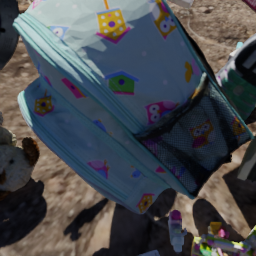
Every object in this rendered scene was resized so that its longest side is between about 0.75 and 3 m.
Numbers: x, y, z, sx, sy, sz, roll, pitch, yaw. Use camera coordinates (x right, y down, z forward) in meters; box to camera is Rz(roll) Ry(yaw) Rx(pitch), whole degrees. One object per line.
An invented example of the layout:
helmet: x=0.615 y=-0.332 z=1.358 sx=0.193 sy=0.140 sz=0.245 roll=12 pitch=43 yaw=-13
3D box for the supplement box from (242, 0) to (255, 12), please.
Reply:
supplement box: x=2.739 y=-2.672 z=5.023 sx=1.313 sy=1.019 sz=2.380 roll=3 pitch=46 yaw=-24

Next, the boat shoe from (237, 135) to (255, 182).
boat shoe: x=2.310 y=0.262 z=4.048 sx=0.814 sy=2.454 sz=0.917 roll=22 pitch=59 yaw=16

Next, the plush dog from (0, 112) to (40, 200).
plush dog: x=-2.856 y=0.703 z=6.119 sx=1.670 sy=1.560 sz=1.944 roll=36 pitch=86 yaw=11

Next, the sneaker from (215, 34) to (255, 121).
sneaker: x=1.949 y=-0.798 z=4.821 sx=0.953 sy=2.561 sz=1.121 roll=39 pitch=61 yaw=2

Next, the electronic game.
electronic game: x=-3.529 y=-2.177 z=5.248 sx=2.875 sy=2.875 sz=0.598 roll=-5 pitch=25 yaw=-4

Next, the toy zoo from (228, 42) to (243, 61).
toy zoo: x=4.530 y=-2.035 z=8.947 sx=1.802 sy=0.281 sz=2.746 roll=-24 pitch=54 yaw=-19

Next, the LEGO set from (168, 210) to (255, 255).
LEGO set: x=2.075 y=1.885 z=5.120 sx=2.596 sy=0.966 sz=1.194 roll=-7 pitch=50 yaw=-6

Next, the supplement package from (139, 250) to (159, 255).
supplement package: x=0.111 y=2.023 z=3.618 sx=0.438 sy=0.789 sz=0.615 roll=-2 pitch=59 yaw=-33

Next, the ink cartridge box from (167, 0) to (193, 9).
ink cartridge box: x=1.752 y=-4.441 z=8.595 sx=0.874 sy=0.509 sz=1.207 roll=26 pitch=95 yaw=6

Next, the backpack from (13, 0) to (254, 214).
backpack: x=-0.176 y=-0.530 z=3.784 sx=2.259 sy=2.947 sz=2.590 roll=-39 pitch=34 yaw=-5
